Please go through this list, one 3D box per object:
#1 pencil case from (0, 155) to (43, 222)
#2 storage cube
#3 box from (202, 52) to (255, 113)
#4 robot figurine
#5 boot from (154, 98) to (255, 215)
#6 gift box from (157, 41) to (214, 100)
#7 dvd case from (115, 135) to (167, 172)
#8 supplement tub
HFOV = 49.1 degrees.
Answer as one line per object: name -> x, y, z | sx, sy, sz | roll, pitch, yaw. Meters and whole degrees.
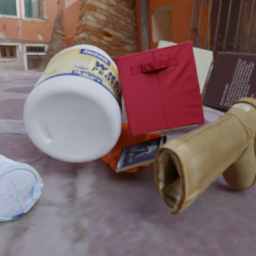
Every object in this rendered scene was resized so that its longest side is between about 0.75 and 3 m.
pencil case -> -2.949, 0.993, 5.870 | 2.575, 1.070, 1.168 | 11, 16, 36
storage cube -> 0.724, -0.833, 6.392 | 1.598, 1.681, 1.870 | -10, 6, 8
box -> 4.019, -1.229, 9.090 | 1.867, 1.886, 2.273 | 11, 8, -39
robot figurine -> -0.012, 0.496, 7.664 | 1.894, 1.362, 1.104 | 2, -5, 12
boot -> 1.544, 0.771, 5.193 | 2.572, 2.253, 0.851 | -29, 30, -36
gift box -> 1.687, -1.675, 10.015 | 2.271, 2.121, 2.096 | 17, 4, 22
dvd case -> 0.315, 0.590, 6.497 | 1.191, 0.095, 0.886 | -19, 24, 21
supplement tub -> -1.224, -0.792, 7.144 | 2.149, 2.149, 2.976 | 0, 33, -1
